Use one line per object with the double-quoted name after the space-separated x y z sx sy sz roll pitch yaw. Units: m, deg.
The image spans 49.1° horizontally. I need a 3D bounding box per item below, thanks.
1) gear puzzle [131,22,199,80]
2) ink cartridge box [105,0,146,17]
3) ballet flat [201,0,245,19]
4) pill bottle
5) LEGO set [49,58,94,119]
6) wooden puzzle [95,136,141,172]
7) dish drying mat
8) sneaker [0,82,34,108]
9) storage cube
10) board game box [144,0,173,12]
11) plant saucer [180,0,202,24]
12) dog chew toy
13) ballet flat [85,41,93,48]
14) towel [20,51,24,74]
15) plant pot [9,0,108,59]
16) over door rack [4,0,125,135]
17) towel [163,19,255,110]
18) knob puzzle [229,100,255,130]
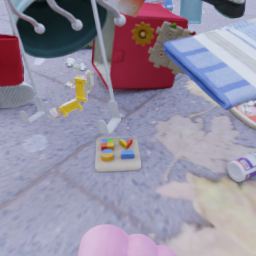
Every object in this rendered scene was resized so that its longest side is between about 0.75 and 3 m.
1.171 -2.108 7.409 2.330 1.207 0.305 18 31 -8 "gear puzzle"
-0.163 -3.075 6.129 1.298 1.052 0.325 3 61 -29 "ink cartridge box"
1.860 -2.909 5.756 2.456 0.840 0.835 3 72 -34 "ballet flat"
2.799 0.881 6.488 0.870 0.485 0.485 -16 40 -21 "pill bottle"
-1.113 -0.758 5.946 0.697 1.516 0.564 28 37 -2 "LEGO set"
-0.269 0.584 7.068 1.099 0.275 1.186 -2 37 -3 "wooden puzzle"
-2.615 -1.348 5.854 0.739 1.923 0.175 -5 74 -19 "dish drying mat"
-4.300 -1.217 8.931 2.459 0.925 1.285 -14 44 -12 "sneaker"
0.250 -2.952 9.765 2.480 2.759 2.359 -4 35 -21 "storage cube"
0.408 -4.390 11.947 1.996 2.949 0.508 -12 83 -16 "board game box"
2.106 -4.525 9.201 0.735 2.101 0.199 8 32 20 "plant saucer"
0.042 2.133 4.436 1.650 1.028 1.028 9 37 0 "dog chew toy"
-2.587 -4.095 12.784 2.482 0.934 0.842 -7 50 -9 "ballet flat"
-3.077 -1.517 6.839 1.109 0.813 0.120 -15 -9 14 "towel"
-2.173 -3.549 7.940 2.714 2.714 1.818 -21 75 -25 "plant pot"
-1.182 -1.517 5.303 2.207 2.988 0.995 6 20 30 "over door rack"
1.986 -1.118 4.330 2.457 0.293 1.805 -18 46 -15 "towel"
4.477 -0.571 8.521 2.901 0.402 2.901 0 37 0 "knob puzzle"
